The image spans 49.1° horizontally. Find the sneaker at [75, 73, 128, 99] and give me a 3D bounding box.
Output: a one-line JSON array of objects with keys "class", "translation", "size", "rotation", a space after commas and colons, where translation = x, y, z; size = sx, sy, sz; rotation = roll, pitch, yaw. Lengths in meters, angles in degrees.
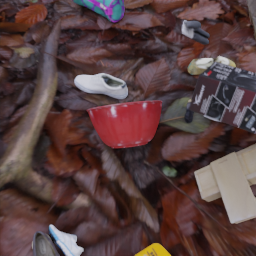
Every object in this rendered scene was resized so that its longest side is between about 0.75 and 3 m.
[{"class": "sneaker", "translation": [-0.877, -1.499, 9.105], "size": [1.848, 0.654, 0.675], "rotation": [13, 55, 10]}]

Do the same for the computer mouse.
[{"class": "computer mouse", "translation": [2.594, -0.439, 8.532], "size": [1.660, 0.364, 0.910], "rotation": [8, 49, 13]}]

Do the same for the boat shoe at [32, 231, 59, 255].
[{"class": "boat shoe", "translation": [-1.669, 2.919, 5.916], "size": [0.569, 0.513, 1.583], "rotation": [-24, 57, -17]}]

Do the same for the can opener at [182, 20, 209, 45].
[{"class": "can opener", "translation": [1.796, -2.421, 7.131], "size": [0.422, 0.337, 1.263], "rotation": [10, 5, 43]}]

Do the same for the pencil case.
[{"class": "pencil case", "translation": [-1.301, -5.359, 11.730], "size": [2.418, 1.029, 1.117], "rotation": [34, 36, 23]}]

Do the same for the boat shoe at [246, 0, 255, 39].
[{"class": "boat shoe", "translation": [2.873, -2.512, 5.840], "size": [0.812, 2.143, 0.769], "rotation": [-8, 24, 18]}]

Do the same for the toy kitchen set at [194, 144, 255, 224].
[{"class": "toy kitchen set", "translation": [2.961, 1.598, 6.817], "size": [1.845, 1.664, 1.505], "rotation": [-31, 47, 27]}]

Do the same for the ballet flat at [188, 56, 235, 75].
[{"class": "ballet flat", "translation": [2.947, -2.199, 9.676], "size": [1.751, 0.619, 0.619], "rotation": [-7, 54, -6]}]

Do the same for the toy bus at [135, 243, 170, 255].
[{"class": "toy bus", "translation": [0.944, 3.367, 5.469], "size": [0.834, 0.693, 2.130], "rotation": [-25, 57, -18]}]

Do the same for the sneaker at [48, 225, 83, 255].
[{"class": "sneaker", "translation": [-1.407, 2.532, 6.347], "size": [0.992, 0.372, 0.430], "rotation": [43, 57, 17]}]

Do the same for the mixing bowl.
[{"class": "mixing bowl", "translation": [-0.025, -0.067, 7.514], "size": [2.024, 2.024, 1.096], "rotation": [-7, 92, -5]}]

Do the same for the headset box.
[{"class": "headset box", "translation": [2.450, -0.572, 5.585], "size": [2.040, 0.788, 1.518], "rotation": [23, 31, 17]}]
